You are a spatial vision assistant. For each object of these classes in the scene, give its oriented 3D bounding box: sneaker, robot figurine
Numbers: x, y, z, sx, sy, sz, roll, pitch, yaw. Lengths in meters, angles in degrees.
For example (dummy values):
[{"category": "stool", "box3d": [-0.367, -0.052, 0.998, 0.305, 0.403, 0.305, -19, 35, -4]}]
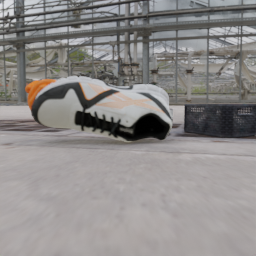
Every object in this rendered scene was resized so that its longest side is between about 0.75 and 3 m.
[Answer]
[{"category": "sneaker", "box3d": [-0.353, -0.244, 4.479, 2.321, 0.856, 0.928, -2, 42, -10]}, {"category": "robot figurine", "box3d": [-2.711, -1.039, 10.274, 1.819, 1.475, 2.530, -1, 5, 3]}]

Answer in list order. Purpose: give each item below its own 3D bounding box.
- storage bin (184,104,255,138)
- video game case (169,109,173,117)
[{"category": "storage bin", "box3d": [1.866, -0.185, 5.789, 0.890, 0.617, 1.316, -3, 7, -28]}, {"category": "video game case", "box3d": [0.449, -0.674, 11.924, 2.104, 0.416, 2.322, -2, 6, -19]}]
